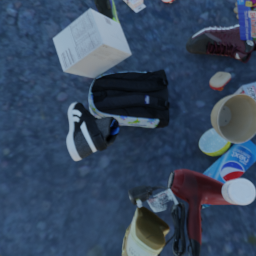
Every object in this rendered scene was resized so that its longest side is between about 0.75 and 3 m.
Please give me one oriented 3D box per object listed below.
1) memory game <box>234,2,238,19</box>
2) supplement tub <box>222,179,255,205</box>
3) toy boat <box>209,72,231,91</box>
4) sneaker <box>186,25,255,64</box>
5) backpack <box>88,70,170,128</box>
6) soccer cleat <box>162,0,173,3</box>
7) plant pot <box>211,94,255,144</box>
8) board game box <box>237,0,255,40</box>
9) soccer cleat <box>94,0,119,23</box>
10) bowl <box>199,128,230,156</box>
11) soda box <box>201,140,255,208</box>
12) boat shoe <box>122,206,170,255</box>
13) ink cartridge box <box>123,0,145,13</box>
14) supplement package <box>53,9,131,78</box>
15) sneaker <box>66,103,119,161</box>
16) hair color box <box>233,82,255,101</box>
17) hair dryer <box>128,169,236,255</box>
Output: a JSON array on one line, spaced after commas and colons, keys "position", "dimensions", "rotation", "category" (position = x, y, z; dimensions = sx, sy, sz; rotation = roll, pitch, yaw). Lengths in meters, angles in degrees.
[{"position": [4.600, -4.318, 10.347], "dimensions": [1.384, 0.088, 1.384], "rotation": [0, 71, 0], "category": "memory game"}, {"position": [2.342, 1.367, 5.988], "dimensions": [0.539, 0.817, 0.539], "rotation": [-2, 77, 8], "category": "supplement tub"}, {"position": [2.864, -1.386, 8.742], "dimensions": [0.495, 0.496, 0.759], "rotation": [20, 47, 38], "category": "toy boat"}, {"position": [3.202, -2.634, 9.173], "dimensions": [2.378, 0.900, 1.374], "rotation": [-15, 58, -7], "category": "sneaker"}, {"position": [-0.074, -0.821, 8.445], "dimensions": [2.257, 1.735, 1.841], "rotation": [0, 76, -20], "category": "backpack"}, {"position": [1.787, -5.406, 10.360], "dimensions": [0.624, 0.774, 1.818], "rotation": [35, 74, 11], "category": "soccer cleat"}, {"position": [2.788, -0.293, 7.670], "dimensions": [1.297, 0.871, 1.297], "rotation": [-2, 99, -14], "category": "plant pot"}, {"position": [4.115, -3.317, 7.801], "dimensions": [1.974, 1.979, 0.407], "rotation": [12, 63, 33], "category": "board game box"}, {"position": [-0.495, -3.183, 8.556], "dimensions": [0.614, 0.794, 1.899], "rotation": [-11, 112, 17], "category": "soccer cleat"}, {"position": [2.673, 0.503, 8.384], "dimensions": [0.517, 0.960, 0.960], "rotation": [46, 72, -30], "category": "bowl"}, {"position": [2.741, 1.273, 8.037], "dimensions": [2.245, 0.762, 0.720], "rotation": [-40, 75, -13], "category": "soda box"}, {"position": [0.346, 2.512, 6.535], "dimensions": [0.977, 2.641, 0.877], "rotation": [34, 90, 15], "category": "boat shoe"}, {"position": [0.216, -4.745, 10.387], "dimensions": [0.493, 0.291, 0.857], "rotation": [-37, 75, -12], "category": "ink cartridge box"}, {"position": [-0.975, -2.231, 7.699], "dimensions": [1.437, 1.374, 1.057], "rotation": [-25, 78, 29], "category": "supplement package"}, {"position": [-0.834, -0.075, 7.081], "dimensions": [1.216, 0.794, 2.174], "rotation": [-18, 35, 3], "category": "sneaker"}, {"position": [4.434, -1.091, 8.676], "dimensions": [2.189, 1.084, 0.664], "rotation": [-15, 76, -5], "category": "hair color box"}, {"position": [1.533, 2.006, 6.759], "dimensions": [2.812, 0.764, 2.141], "rotation": [-19, 62, -22], "category": "hair dryer"}]
